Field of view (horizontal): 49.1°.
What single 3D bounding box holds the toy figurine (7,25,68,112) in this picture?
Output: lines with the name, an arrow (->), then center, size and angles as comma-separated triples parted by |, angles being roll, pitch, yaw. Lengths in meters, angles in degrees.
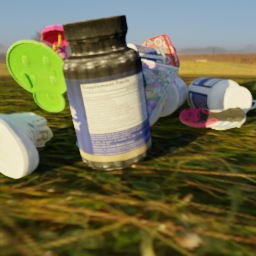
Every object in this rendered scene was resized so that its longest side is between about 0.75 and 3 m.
toy figurine -> -2.167, -2.046, 8.463 | 1.773, 2.362, 2.174 | 3, 45, 14

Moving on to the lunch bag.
lunch bag -> 1.509, -3.169, 12.254 | 1.474, 1.673, 0.685 | -25, 2, -24

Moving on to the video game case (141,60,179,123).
video game case -> 0.242, -1.040, 8.042 | 1.648, 0.207, 2.301 | 20, 64, 25

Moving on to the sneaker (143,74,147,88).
sneaker -> -0.217, -1.685, 8.059 | 1.983, 0.859, 0.743 | 54, 14, 25

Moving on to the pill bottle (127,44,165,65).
pill bottle -> 0.360, -2.549, 10.545 | 1.902, 1.101, 1.101 | -1, 12, -32

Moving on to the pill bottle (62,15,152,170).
pill bottle -> -0.436, -0.724, 5.765 | 1.597, 2.856, 1.597 | -8, 20, 3

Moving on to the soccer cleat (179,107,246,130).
soccer cleat -> 2.682, -0.215, 8.997 | 2.031, 0.709, 0.877 | 0, -27, 12

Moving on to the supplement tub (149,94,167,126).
supplement tub -> 0.434, -0.969, 9.747 | 1.737, 1.737, 2.390 | 3, 14, 13

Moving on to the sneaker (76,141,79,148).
sneaker -> -0.616, 0.190, 7.163 | 1.463, 0.667, 0.567 | -8, 22, -26

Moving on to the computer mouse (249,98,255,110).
computer mouse -> 5.298, -1.023, 12.610 | 2.580, 0.566, 1.415 | -1, 17, -28

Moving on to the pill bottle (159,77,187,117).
pill bottle -> 1.677, -1.481, 12.185 | 1.583, 1.583, 2.792 | 5, 14, 20

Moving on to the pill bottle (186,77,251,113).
pill bottle -> 3.606, -1.216, 11.290 | 1.487, 1.487, 2.678 | -4, 15, -15

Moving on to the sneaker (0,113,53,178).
sneaker -> -2.368, 0.180, 6.457 | 1.686, 1.075, 2.917 | -5, 20, -44
